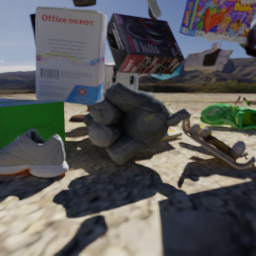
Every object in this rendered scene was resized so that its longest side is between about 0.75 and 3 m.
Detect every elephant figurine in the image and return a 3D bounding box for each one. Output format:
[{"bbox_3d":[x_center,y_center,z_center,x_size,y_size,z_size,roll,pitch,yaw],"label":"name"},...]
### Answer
[{"bbox_3d":[-0.023,-0.251,7.182,2.073,1.891,2.673,38,3,-2],"label":"elephant figurine"}]

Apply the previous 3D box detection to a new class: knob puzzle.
[{"bbox_3d":[-0.066,-0.309,9.383,3.264,0.453,3.264,9,21,-3],"label":"knob puzzle"}]

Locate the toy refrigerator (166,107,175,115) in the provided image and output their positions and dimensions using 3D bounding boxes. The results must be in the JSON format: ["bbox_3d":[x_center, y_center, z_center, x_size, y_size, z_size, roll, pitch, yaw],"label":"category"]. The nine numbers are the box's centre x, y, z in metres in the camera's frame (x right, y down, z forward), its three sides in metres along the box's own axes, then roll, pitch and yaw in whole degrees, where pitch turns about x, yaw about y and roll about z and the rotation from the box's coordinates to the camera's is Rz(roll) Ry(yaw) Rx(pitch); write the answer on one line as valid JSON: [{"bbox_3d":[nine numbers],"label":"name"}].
[{"bbox_3d":[1.698,-0.685,12.379,1.183,0.414,0.449,32,19,-8],"label":"toy refrigerator"}]

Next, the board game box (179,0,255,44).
[{"bbox_3d":[2.681,-3.339,8.164,2.157,1.450,0.483,-1,29,-23],"label":"board game box"}]

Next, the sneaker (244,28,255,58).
[{"bbox_3d":[3.921,-2.683,8.852,0.770,0.504,1.333,-9,51,-14],"label":"sneaker"}]

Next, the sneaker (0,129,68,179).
[{"bbox_3d":[-2.168,0.454,5.716,1.985,0.913,0.752,1,9,10],"label":"sneaker"}]

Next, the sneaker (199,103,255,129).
[{"bbox_3d":[4.258,-0.489,11.307,2.672,0.989,1.116,3,6,17],"label":"sneaker"}]

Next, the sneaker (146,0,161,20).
[{"bbox_3d":[0.655,-3.549,8.037,0.336,0.951,0.472,-21,5,-7],"label":"sneaker"}]

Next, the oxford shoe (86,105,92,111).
[{"bbox_3d":[-1.969,-1.329,18.087,1.419,0.506,0.506,1,8,-6],"label":"oxford shoe"}]

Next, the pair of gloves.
[{"bbox_3d":[3.183,-3.288,10.607,0.428,2.440,2.074,19,2,-39],"label":"pair of gloves"}]

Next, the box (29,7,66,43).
[{"bbox_3d":[-2.873,-3.178,11.920,1.688,2.677,2.723,-16,48,-11],"label":"box"}]

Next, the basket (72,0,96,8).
[{"bbox_3d":[-1.191,-3.734,7.248,0.955,1.059,0.720,-7,15,-5],"label":"basket"}]

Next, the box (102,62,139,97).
[{"bbox_3d":[-0.551,-2.412,13.618,0.772,1.498,2.568,19,23,36],"label":"box"}]

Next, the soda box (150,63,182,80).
[{"bbox_3d":[1.813,-2.871,13.627,0.749,0.708,2.207,17,-1,-13],"label":"soda box"}]

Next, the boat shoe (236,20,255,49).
[{"bbox_3d":[4.488,-3.460,9.303,0.598,1.999,0.714,42,42,1],"label":"boat shoe"}]

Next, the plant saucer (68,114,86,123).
[{"bbox_3d":[-2.130,-0.475,13.565,1.496,0.258,1.496,1,9,0],"label":"plant saucer"}]

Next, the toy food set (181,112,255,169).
[{"bbox_3d":[2.096,0.201,6.562,1.760,0.532,1.263,35,18,10],"label":"toy food set"}]

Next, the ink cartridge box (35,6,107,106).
[{"bbox_3d":[-1.892,-2.406,9.456,2.139,2.960,1.253,7,18,4],"label":"ink cartridge box"}]

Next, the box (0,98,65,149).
[{"bbox_3d":[-3.600,-0.118,7.748,2.503,1.372,2.837,4,10,23],"label":"box"}]

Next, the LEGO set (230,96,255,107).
[{"bbox_3d":[4.705,-0.586,11.872,1.306,0.570,2.010,16,-21,32],"label":"LEGO set"}]

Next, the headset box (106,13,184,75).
[{"bbox_3d":[0.488,-3.288,11.136,2.890,2.148,1.084,-3,-28,-28],"label":"headset box"}]
